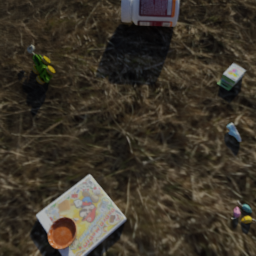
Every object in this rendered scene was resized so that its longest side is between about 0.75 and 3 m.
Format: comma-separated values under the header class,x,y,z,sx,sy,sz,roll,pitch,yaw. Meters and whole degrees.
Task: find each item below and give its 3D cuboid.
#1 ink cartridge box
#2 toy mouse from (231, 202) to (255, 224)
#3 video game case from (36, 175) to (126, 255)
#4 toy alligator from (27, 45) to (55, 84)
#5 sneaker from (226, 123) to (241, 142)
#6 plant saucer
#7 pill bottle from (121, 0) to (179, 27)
class,x,y,z,sx,sy,sz,roll,pitch,yaw
ink cartridge box,4.829,-2.389,13.101,0.672,0.384,1.295,39,67,20
toy mouse,4.104,2.991,10.032,0.931,0.180,0.827,-5,60,-3
video game case,-1.659,3.171,9.869,2.380,0.272,2.166,-36,66,-19
toy alligator,-4.082,-2.979,13.305,0.862,0.625,2.601,-37,62,16
sneaker,4.379,0.244,11.642,0.351,0.317,0.856,-29,64,17
plant saucer,-2.171,3.505,9.333,1.032,0.167,1.032,-8,54,11
pill bottle,1.119,-6.210,14.632,2.880,1.644,1.644,3,59,1
